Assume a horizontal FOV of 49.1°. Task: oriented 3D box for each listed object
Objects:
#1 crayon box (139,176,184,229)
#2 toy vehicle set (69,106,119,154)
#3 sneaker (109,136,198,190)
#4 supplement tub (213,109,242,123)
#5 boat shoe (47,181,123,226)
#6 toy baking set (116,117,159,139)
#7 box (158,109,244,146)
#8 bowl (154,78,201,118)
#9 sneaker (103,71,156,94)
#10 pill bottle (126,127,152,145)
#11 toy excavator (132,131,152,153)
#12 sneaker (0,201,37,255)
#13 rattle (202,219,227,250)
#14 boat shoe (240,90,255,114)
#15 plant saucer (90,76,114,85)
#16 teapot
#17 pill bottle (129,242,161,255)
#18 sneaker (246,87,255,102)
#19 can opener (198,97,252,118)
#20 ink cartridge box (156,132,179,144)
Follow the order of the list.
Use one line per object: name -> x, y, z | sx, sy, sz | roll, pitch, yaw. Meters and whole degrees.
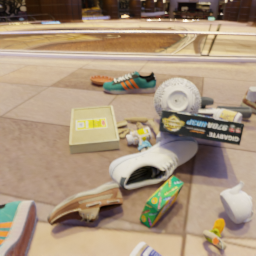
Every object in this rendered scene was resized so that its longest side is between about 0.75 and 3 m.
crayon box -> 0.867, 1.881, 7.196 | 0.374, 0.763, 1.284 | 34, 41, 23
toy vehicle set -> -1.376, -0.040, 11.135 | 1.787, 0.381, 2.876 | -5, 31, -6
sneaker -> 0.959, 1.141, 8.461 | 2.994, 1.093, 1.060 | -21, 31, -16
supplement tub -> 4.098, -0.369, 11.600 | 0.993, 0.722, 0.722 | 21, 34, 35
boat shoe -> -0.985, 1.968, 6.903 | 1.961, 0.742, 0.704 | -19, 64, -24
toy baking set -> 0.406, 0.025, 11.365 | 2.124, 0.247, 1.630 | 0, 33, 16
box -> 2.213, -0.103, 9.225 | 2.331, 0.675, 2.932 | 11, 5, 6
bowl -> 2.010, -1.082, 11.415 | 1.983, 1.983, 0.931 | 4, 4, 8
sneaker -> 0.072, -2.546, 15.268 | 2.934, 1.172, 1.047 | -3, 28, -5
pill bottle -> 0.396, 0.320, 10.314 | 0.884, 0.483, 0.483 | -17, 29, -2
toy excavator -> 0.484, 0.547, 9.535 | 0.792, 0.407, 0.814 | 22, 41, -43
sneaker -> -2.789, 2.564, 5.851 | 1.099, 0.982, 2.750 | -3, 21, -1
rattle -> 2.036, 2.319, 6.162 | 0.651, 0.911, 0.593 | -35, 60, -7
boat shoe -> 6.286, -0.978, 12.461 | 1.053, 0.999, 2.782 | -18, 33, -31
plant saucer -> -1.542, -2.828, 16.688 | 1.473, 0.238, 1.473 | 6, 23, -3
teapot -> 2.740, 1.876, 6.898 | 0.653, 0.894, 0.883 | -24, 65, -1
pill bottle -> 0.587, 2.851, 5.238 | 1.332, 0.771, 0.771 | 30, 38, 22
sneaker -> 5.225, -1.331, 11.185 | 1.038, 0.600, 0.382 | 0, 45, -6
can opener -> 4.155, -0.921, 12.444 | 2.505, 0.837, 0.668 | 3, 24, 14
ink cartridge box -> 1.344, 0.593, 9.607 | 0.639, 0.869, 0.628 | 13, 32, 23
